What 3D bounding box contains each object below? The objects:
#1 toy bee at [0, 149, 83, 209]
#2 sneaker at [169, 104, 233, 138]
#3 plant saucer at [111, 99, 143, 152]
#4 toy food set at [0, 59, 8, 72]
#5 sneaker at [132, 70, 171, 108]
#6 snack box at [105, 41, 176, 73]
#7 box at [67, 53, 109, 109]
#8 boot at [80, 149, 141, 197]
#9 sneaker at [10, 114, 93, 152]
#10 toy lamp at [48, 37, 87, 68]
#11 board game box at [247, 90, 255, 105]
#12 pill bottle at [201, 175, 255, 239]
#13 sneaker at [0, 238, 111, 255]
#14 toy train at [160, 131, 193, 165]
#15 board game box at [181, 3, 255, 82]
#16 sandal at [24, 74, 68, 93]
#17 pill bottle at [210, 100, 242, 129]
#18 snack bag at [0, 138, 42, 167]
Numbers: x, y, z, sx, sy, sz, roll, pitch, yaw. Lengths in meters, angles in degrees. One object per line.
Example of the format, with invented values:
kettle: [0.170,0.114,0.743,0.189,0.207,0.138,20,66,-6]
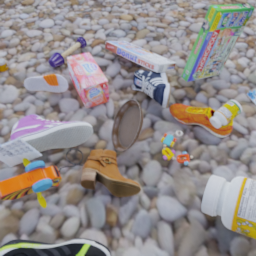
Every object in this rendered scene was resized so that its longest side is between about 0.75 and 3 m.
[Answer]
toy bee: [-2.144,1.382,7.137,2.054,1.117,1.345,-3,62,-8]
sneaker: [2.330,-0.424,8.959,2.086,0.805,0.761,20,52,19]
plant saucer: [0.003,-0.056,8.313,0.254,1.583,1.583,16,42,-28]
toy food set: [-5.592,-2.121,10.291,1.112,1.048,2.329,22,52,18]
sneaker: [0.764,-1.363,9.576,1.209,0.781,2.229,6,31,-3]
snack box: [0.413,-2.853,10.970,1.052,0.356,2.926,-18,40,-42]
box: [-1.446,-1.738,10.004,0.902,0.978,1.906,-19,50,-16]
boot: [-0.424,1.194,7.709,1.643,0.630,1.275,5,37,4]
sneaker: [-2.328,-0.040,8.479,2.369,0.858,1.351,-10,43,-15]
toy lamp: [-2.499,-3.104,11.527,0.567,0.567,1.947,24,50,20]
board game box: [5.221,-0.926,9.803,1.497,0.194,1.497,-14,50,-13]
pill bottle: [2.901,1.842,6.327,2.254,1.271,1.271,14,49,27]
sneaker: [-1.559,2.882,5.623,2.468,0.885,1.022,1,10,-5]
toy train: [1.386,0.641,8.219,0.832,0.308,1.108,-8,58,0]
board game box: [3.031,-2.893,9.709,1.791,2.661,0.387,-17,54,-29]
sandal: [-2.923,-1.648,10.162,1.672,0.641,0.479,3,16,11]
pill bottle: [2.888,-0.391,8.325,0.890,0.502,0.502,-38,56,-6]
snack bag: [-2.923,0.660,7.184,1.039,0.979,0.111,-19,54,10]
